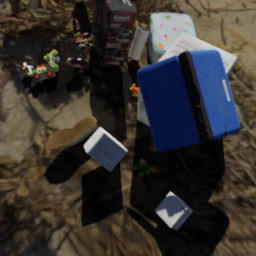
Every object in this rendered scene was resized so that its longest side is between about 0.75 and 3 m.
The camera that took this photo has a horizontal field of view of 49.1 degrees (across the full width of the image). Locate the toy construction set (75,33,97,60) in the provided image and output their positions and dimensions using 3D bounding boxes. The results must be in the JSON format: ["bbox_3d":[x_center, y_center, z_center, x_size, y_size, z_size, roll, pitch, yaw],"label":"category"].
[{"bbox_3d":[-1.703,-3.604,11.727,0.862,0.935,1.122,-21,62,10],"label":"toy construction set"}]

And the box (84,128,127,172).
[{"bbox_3d":[-0.774,0.688,9.306,1.049,1.054,0.903,41,89,-17],"label":"box"}]

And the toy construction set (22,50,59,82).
[{"bbox_3d":[-3.576,-2.496,11.569,1.628,0.750,1.067,-18,89,1],"label":"toy construction set"}]

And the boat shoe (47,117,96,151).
[{"bbox_3d":[-1.942,0.315,9.999,1.935,0.606,0.709,-29,59,-19],"label":"boat shoe"}]

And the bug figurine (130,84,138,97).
[{"bbox_3d":[0.712,-1.787,11.356,1.005,0.334,1.296,20,60,20],"label":"bug figurine"}]

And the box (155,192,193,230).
[{"bbox_3d":[1.399,2.555,8.611,0.781,0.511,0.777,-51,48,2],"label":"box"}]

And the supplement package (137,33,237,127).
[{"bbox_3d":[2.015,-1.362,10.098,2.194,2.210,2.912,31,65,16],"label":"supplement package"}]

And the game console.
[{"bbox_3d":[1.884,-0.854,8.724,2.318,1.607,2.716,-13,88,-33],"label":"game console"}]

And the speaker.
[{"bbox_3d":[0.438,-3.532,11.779,0.519,1.279,0.519,15,28,-8],"label":"speaker"}]

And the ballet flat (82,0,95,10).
[{"bbox_3d":[-2.012,-6.337,13.161,0.826,0.881,2.434,-43,54,14],"label":"ballet flat"}]

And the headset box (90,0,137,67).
[{"bbox_3d":[-0.664,-4.174,11.168,1.035,2.760,2.051,-7,53,-21],"label":"headset box"}]

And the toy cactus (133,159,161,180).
[{"bbox_3d":[0.575,1.381,9.585,0.964,0.493,0.796,1,28,-16],"label":"toy cactus"}]

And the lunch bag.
[{"bbox_3d":[1.934,-3.799,12.156,2.061,0.990,2.569,1,62,-5],"label":"lunch bag"}]

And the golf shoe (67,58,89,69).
[{"bbox_3d":[-2.087,-2.719,11.740,0.985,0.454,0.358,9,89,-39],"label":"golf shoe"}]
